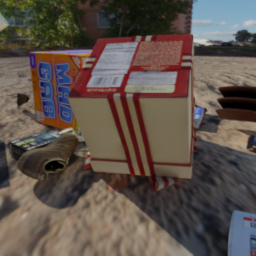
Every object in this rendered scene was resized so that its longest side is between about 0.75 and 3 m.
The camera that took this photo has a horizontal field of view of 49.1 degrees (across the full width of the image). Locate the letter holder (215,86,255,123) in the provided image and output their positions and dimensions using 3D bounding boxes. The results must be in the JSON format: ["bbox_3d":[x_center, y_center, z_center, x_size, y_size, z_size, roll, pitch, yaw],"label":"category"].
[{"bbox_3d":[3.756,-0.827,9.527,1.521,1.081,0.765,9,63,49],"label":"letter holder"}]

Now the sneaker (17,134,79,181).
[{"bbox_3d":[-1.752,0.774,6.968,0.782,0.729,2.071,32,27,15],"label":"sneaker"}]

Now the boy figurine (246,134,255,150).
[{"bbox_3d":[4.123,0.506,7.829,1.418,0.457,0.881,13,20,32],"label":"boy figurine"}]

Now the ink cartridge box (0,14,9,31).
[{"bbox_3d":[-3.580,-2.994,5.243,0.743,2.388,2.967,-36,17,-4],"label":"ink cartridge box"}]

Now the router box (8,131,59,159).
[{"bbox_3d":[-2.546,0.515,7.885,0.944,0.391,1.260,14,23,36],"label":"router box"}]

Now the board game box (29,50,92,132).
[{"bbox_3d":[-1.751,-1.545,10.590,2.592,2.594,2.592,12,22,33],"label":"board game box"}]

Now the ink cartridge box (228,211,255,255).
[{"bbox_3d":[2.108,1.921,3.431,1.721,0.532,2.122,7,17,21],"label":"ink cartridge box"}]

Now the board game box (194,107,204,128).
[{"bbox_3d":[1.996,-0.507,11.038,1.753,0.362,1.757,6,19,19],"label":"board game box"}]

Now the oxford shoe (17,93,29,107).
[{"bbox_3d":[-4.588,-1.175,12.215,0.516,0.444,1.222,-2,-6,-25],"label":"oxford shoe"}]

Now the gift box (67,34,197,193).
[{"bbox_3d":[0.210,-0.251,6.491,2.675,2.707,2.899,5,47,18],"label":"gift box"}]

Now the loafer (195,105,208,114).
[{"bbox_3d":[2.707,-0.851,11.915,1.323,0.470,0.483,6,19,18],"label":"loafer"}]

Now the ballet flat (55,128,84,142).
[{"bbox_3d":[-1.629,0.224,8.701,1.372,0.492,0.492,-8,20,-25],"label":"ballet flat"}]
